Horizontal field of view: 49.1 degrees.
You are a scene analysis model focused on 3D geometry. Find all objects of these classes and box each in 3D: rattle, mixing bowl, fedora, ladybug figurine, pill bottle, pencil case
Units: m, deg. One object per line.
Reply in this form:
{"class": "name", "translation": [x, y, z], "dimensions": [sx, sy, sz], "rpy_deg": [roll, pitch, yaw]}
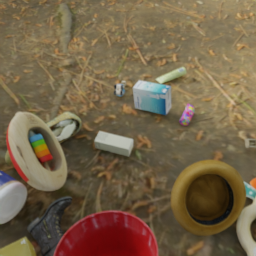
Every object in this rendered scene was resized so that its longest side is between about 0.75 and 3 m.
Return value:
{"class": "rattle", "translation": [3.758, 2.185, 7.562], "dimensions": [1.729, 1.897, 2.655], "rpy_deg": [-8, 53, 25]}
{"class": "mixing bowl", "translation": [-0.438, 3.355, 6.635], "dimensions": [2.417, 1.309, 2.417], "rpy_deg": [-7, 34, 5]}
{"class": "fedora", "translation": [2.163, 1.881, 7.959], "dimensions": [2.285, 2.285, 0.932], "rpy_deg": [-7, 14, -7]}
{"class": "ladybug figurine", "translation": [-2.742, 0.723, 8.168], "dimensions": [0.906, 1.710, 2.518], "rpy_deg": [-29, 81, 23]}
{"class": "pill bottle", "translation": [-4.254, 1.736, 8.265], "dimensions": [2.272, 1.262, 1.262], "rpy_deg": [24, 53, 20]}
{"class": "pencil case", "translation": [2.279, -0.502, 10.845], "dimensions": [0.403, 0.403, 0.912], "rpy_deg": [18, 50, 15]}

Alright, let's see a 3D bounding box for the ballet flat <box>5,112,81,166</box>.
{"class": "ballet flat", "translation": [-2.781, 0.389, 9.603], "dimensions": [1.017, 1.017, 2.878], "rpy_deg": [34, 54, 26]}

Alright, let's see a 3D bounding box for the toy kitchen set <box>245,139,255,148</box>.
{"class": "toy kitchen set", "translation": [4.556, 0.643, 9.550], "dimensions": [0.677, 0.750, 0.612], "rpy_deg": [3, 76, -27]}

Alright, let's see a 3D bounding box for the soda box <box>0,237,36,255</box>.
{"class": "soda box", "translation": [-2.367, 3.943, 6.614], "dimensions": [0.783, 0.829, 2.448], "rpy_deg": [-23, 52, -19]}

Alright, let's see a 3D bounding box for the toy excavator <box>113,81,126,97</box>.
{"class": "toy excavator", "translation": [-0.303, -1.676, 11.888], "dimensions": [0.396, 0.792, 0.770], "rpy_deg": [3, 84, 15]}

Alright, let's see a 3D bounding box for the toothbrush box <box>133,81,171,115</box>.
{"class": "toothbrush box", "translation": [0.935, -1.171, 10.874], "dimensions": [1.367, 1.001, 0.583], "rpy_deg": [13, 44, 25]}

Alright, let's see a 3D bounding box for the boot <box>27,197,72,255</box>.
{"class": "boot", "translation": [-1.891, 2.873, 7.727], "dimensions": [1.618, 0.560, 1.409], "rpy_deg": [-42, 59, -9]}

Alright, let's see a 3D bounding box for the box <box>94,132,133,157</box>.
{"class": "box", "translation": [-0.499, 0.560, 9.868], "dimensions": [1.273, 0.435, 0.523], "rpy_deg": [15, 50, 12]}

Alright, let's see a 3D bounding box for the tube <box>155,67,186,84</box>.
{"class": "tube", "translation": [1.923, -2.310, 12.478], "dimensions": [1.354, 0.393, 0.351], "rpy_deg": [-24, 85, -11]}
